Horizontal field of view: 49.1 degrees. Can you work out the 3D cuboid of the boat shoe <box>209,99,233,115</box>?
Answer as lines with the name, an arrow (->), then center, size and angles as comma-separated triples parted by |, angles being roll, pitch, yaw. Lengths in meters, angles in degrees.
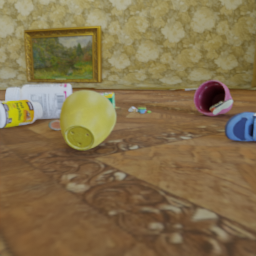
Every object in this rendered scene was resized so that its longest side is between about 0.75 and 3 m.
boat shoe -> 3.901, -0.935, 11.738 | 0.984, 0.350, 0.308 | -33, 41, 4

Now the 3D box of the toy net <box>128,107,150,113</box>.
toy net -> 0.538, -0.942, 14.340 | 0.716, 0.264, 1.365 | -7, 13, -34

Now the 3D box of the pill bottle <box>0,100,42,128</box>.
pill bottle -> -4.111, -0.563, 10.439 | 0.940, 0.940, 1.720 | 8, 14, 37

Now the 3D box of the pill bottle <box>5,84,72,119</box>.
pill bottle -> -3.738, -1.122, 12.011 | 2.602, 1.475, 1.475 | -2, 11, -9

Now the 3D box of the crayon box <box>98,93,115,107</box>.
crayon box -> -1.576, -1.232, 14.046 | 1.735, 0.851, 2.922 | -2, 11, 0

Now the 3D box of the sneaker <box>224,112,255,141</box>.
sneaker -> 3.804, 0.018, 7.766 | 2.207, 0.816, 0.908 | -2, 13, -7

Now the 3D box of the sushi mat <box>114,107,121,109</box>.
sushi mat -> -0.947, -1.156, 15.966 | 0.667, 0.084, 1.393 | -6, 11, -23

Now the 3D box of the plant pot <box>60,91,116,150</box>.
plant pot -> -1.103, -0.043, 7.050 | 1.479, 1.479, 1.050 | 1, 35, 6

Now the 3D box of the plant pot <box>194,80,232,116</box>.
plant pot -> 4.129, -1.292, 13.152 | 1.610, 1.610, 1.441 | 10, -1, 43

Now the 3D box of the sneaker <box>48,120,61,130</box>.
sneaker -> -2.473, -0.109, 9.777 | 0.387, 0.346, 0.969 | -1, 5, 28
